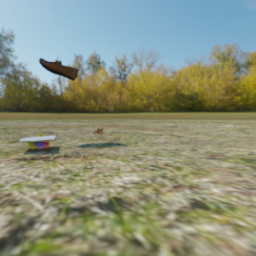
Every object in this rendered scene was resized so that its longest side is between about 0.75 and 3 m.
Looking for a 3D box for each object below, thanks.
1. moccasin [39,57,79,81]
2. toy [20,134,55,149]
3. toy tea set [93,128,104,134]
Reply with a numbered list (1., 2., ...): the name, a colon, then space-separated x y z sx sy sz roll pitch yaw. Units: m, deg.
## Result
1. moccasin: -3.624 -3.205 14.648 2.107 0.813 0.771 19 -11 1
2. toy: -2.978 0.492 9.403 1.020 0.418 1.772 -3 6 -13
3. toy tea set: -1.629 0.242 16.221 0.509 0.317 0.857 -32 -9 27
